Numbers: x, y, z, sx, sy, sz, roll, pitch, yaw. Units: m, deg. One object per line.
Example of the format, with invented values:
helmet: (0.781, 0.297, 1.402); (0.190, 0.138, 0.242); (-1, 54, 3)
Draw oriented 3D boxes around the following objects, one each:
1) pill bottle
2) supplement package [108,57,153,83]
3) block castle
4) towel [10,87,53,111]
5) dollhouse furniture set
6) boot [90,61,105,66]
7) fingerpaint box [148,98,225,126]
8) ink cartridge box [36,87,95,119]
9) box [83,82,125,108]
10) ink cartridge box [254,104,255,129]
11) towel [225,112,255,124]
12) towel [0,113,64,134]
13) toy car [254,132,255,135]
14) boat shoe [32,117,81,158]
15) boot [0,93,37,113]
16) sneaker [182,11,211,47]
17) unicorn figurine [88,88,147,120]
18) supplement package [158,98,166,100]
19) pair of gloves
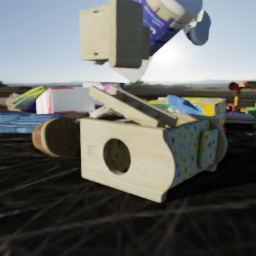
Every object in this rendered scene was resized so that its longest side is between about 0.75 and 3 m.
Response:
pill bottle: (0.491, -3.010, 7.987); (1.743, 1.743, 2.912); (-7, -18, -37)
supplement package: (0.090, -2.494, 10.561); (1.203, 0.925, 1.258); (29, -11, -13)
block castle: (5.550, -1.311, 12.452); (1.073, 1.528, 2.287); (0, 7, -40)
towel: (-3.024, -1.050, 11.246); (1.940, 0.308, 2.702); (-21, -13, 27)
dollhouse furniture set: (0.815, -0.568, 4.647); (1.596, 2.538, 2.870); (8, 13, 39)
boot: (-1.062, -3.469, 12.513); (0.570, 1.549, 0.740); (50, 27, 22)
fingerpaint box: (1.862, -0.429, 8.838); (2.060, 0.906, 2.469); (3, 10, 24)
ink cartridge box: (-2.304, -0.821, 10.035); (1.503, 0.875, 2.076); (-5, -3, -30)
box: (-1.387, -1.952, 16.348); (2.246, 1.484, 1.288); (2, 9, 11)
ink cartridge box: (4.583, -0.380, 8.811); (1.114, 0.824, 0.422); (-2, 10, -14)
towel: (3.829, -0.390, 10.499); (1.762, 0.304, 1.168); (1, 9, 9)
towel: (-3.073, -0.183, 8.474); (2.257, 0.548, 1.260); (1, 9, 6)
toy car: (4.273, -0.205, 6.572); (2.223, 2.135, 2.707); (2, -20, -8)
boat shoe: (-1.418, 0.181, 5.793); (0.740, 0.789, 2.191); (-4, 2, 10)
boot: (-5.067, -1.187, 14.066); (1.949, 0.936, 2.665); (7, 8, -2)
sneaker: (2.523, -3.591, 10.558); (0.878, 0.868, 2.212); (-22, 27, 39)
unicorn figurine: (-0.237, -0.661, 9.733); (2.466, 0.911, 1.693); (10, 33, 6)
supplement package: (2.200, -1.421, 16.058); (0.541, 0.539, 0.922); (-5, 10, -27)
pair of gloves: (1.512, -0.096, 6.048); (1.433, 0.203, 1.783); (38, -2, 25)
